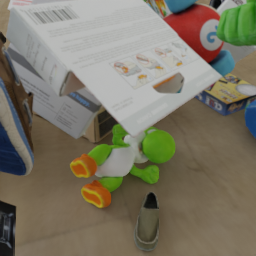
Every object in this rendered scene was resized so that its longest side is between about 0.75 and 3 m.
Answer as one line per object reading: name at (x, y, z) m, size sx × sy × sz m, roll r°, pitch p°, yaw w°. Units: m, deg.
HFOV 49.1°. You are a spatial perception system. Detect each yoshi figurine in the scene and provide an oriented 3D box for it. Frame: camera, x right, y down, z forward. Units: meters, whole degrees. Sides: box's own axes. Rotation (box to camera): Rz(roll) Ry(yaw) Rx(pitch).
yoshi figurine at (0.123, 0.656, 6.485) m, size 1.469 × 1.475 × 2.624 m, roll 40°, pitch 47°, yaw 22°

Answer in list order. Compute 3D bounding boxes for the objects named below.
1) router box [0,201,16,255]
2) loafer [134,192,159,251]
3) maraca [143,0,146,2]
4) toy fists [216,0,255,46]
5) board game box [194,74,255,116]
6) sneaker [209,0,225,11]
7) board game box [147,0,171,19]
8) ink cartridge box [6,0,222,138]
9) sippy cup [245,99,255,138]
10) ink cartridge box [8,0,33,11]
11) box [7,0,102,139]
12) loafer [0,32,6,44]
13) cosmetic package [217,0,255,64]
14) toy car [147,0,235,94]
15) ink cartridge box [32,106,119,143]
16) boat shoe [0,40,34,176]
router box at (-1.973, 1.372, 3.793) m, size 0.822 × 0.273 × 1.045 m, roll 34°, pitch 13°, yaw -31°
loafer at (0.379, 1.788, 5.546) m, size 0.479 × 0.444 × 1.275 m, roll 3°, pitch 35°, yaw 4°
maraca at (-0.338, -3.153, 8.053) m, size 2.184 × 1.498 × 1.168 m, roll 14°, pitch 20°, yaw 24°
toy fists at (2.267, -1.566, 3.752) m, size 2.135 × 0.734 × 1.088 m, roll 3°, pitch 21°, yaw 44°
board game box at (3.213, -1.486, 10.187) m, size 1.824 × 0.466 × 2.692 m, roll -18°, pitch 39°, yaw -23°
sneaker at (2.923, -4.055, 9.470) m, size 1.099 × 0.710 × 2.026 m, roll -7°, pitch 15°, yaw -19°
board game box at (1.221, -2.824, 7.259) m, size 0.516 × 2.984 × 1.884 m, roll -30°, pitch 28°, yaw 0°
ink cartridge box at (-0.017, -0.944, 3.826) m, size 2.020 × 0.507 × 2.328 m, roll 48°, pitch 46°, yaw 10°
sippy cup at (4.283, -0.448, 7.534) m, size 1.841 × 2.513 × 1.973 m, roll -31°, pitch 66°, yaw -11°
ink cartridge box at (-2.564, -4.048, 8.329) m, size 1.633 × 2.837 × 0.962 m, roll 26°, pitch 8°, yaw 39°
box at (-1.112, -1.432, 5.446) m, size 2.066 × 2.651 × 0.546 m, roll 34°, pitch 11°, yaw -2°
loafer at (-3.269, -2.333, 6.523) m, size 1.041 × 0.372 × 0.380 m, roll 34°, pitch 71°, yaw 14°
cosmetic package at (2.958, -2.802, 7.484) m, size 1.343 × 1.344 × 1.629 m, roll 40°, pitch 77°, yaw -3°
toy car at (0.862, -1.325, 5.526) m, size 1.958 × 2.040 × 2.214 m, roll -17°, pitch 33°, yaw 36°
ink cartridge box at (-1.350, -0.961, 8.925) m, size 2.834 × 1.064 × 2.335 m, roll 23°, pitch 40°, yaw 27°
boat shoe at (-1.722, -0.165, 3.906) m, size 0.984 × 2.723 × 0.986 m, roll 14°, pitch 58°, yaw -5°
